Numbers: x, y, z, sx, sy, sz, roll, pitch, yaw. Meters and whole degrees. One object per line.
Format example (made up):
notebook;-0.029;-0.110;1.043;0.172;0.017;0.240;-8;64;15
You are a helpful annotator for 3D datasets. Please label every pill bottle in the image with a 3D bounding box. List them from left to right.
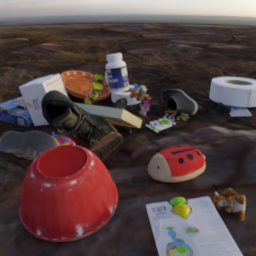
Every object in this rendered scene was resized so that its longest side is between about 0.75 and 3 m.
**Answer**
pill bottle;-0.469;-2.243;11.428;0.824;1.484;0.824;-8;17;3

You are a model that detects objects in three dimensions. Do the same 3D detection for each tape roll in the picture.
tape roll;-0.063;-1.620;13.681;1.516;0.530;1.516;-1;26;0
tape roll;5.214;-1.758;13.385;2.503;0.875;2.503;2;22;-1

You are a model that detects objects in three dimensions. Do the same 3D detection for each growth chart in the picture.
growth chart;1.269;-0.135;11.146;1.171;0.104;0.847;-21;33;-34

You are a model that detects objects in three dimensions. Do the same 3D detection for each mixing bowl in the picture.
mixing bowl;-1.444;1.231;6.532;2.362;1.279;2.362;-1;33;1

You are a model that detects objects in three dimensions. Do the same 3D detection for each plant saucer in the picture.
plant saucer;-2.165;-2.089;14.055;2.618;0.423;2.618;15;31;-9

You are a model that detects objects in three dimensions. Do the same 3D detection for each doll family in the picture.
doll family;0.632;-1.186;12.143;0.685;0.944;1.520;-16;65;-26

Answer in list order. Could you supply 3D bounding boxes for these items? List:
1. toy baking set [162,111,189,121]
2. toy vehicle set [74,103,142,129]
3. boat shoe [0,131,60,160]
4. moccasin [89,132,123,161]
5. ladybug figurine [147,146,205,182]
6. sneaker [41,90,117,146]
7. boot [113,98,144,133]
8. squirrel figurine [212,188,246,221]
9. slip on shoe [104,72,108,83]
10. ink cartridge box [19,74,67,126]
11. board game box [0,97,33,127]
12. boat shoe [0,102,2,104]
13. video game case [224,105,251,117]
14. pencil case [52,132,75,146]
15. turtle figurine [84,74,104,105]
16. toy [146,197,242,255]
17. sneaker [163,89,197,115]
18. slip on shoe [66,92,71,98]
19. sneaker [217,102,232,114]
toy baking set;1.996;-0.558;11.955;1.299;0.151;0.997;-3;26;-6
toy vehicle set;-0.891;-0.451;10.090;2.397;0.318;1.490;9;-8;28
boat shoe;-2.941;0.593;8.707;2.304;0.827;0.872;9;67;27
moccasin;-0.815;0.566;8.167;1.396;0.511;0.539;-40;39;-19
ladybug figurine;1.461;0.987;8.231;1.875;0.674;1.272;-12;29;-23
sneaker;-1.459;-0.022;8.653;2.833;1.083;1.623;37;11;-19
boot;-0.018;-0.481;11.273;1.479;0.588;1.699;19;48;24
squirrel figurine;2.474;1.820;6.877;0.740;0.561;0.793;2;10;27
slip on shoe;-0.990;-2.950;16.143;0.812;1.019;2.681;-34;25;24
ink cartridge box;-3.211;-1.106;11.078;1.201;1.660;1.222;-6;23;24
board game box;-4.442;-0.819;11.986;1.911;0.589;1.910;10;29;20
boat shoe;-6.295;-0.884;11.938;2.302;0.746;0.828;-8;27;-16
video game case;4.845;-0.792;12.457;0.860;0.108;1.201;-1;26;4
pencil case;-2.247;0.284;9.562;0.822;0.822;1.861;-4;26;-9
turtle figurine;-1.530;-1.354;11.904;0.666;1.667;2.067;29;49;-9
toy;1.305;2.432;5.392;1.509;0.619;2.621;-5;29;-5
sneaker;1.918;-1.242;12.094;1.134;0.798;2.134;6;20;-32
slip on shoe;-3.162;-1.449;13.270;0.517;0.648;1.705;0;18;10
sneaker;4.165;-0.875;12.244;0.444;0.296;0.775;32;11;-27
